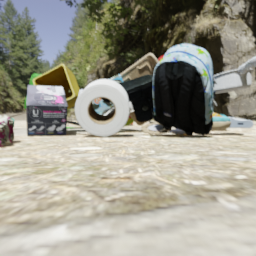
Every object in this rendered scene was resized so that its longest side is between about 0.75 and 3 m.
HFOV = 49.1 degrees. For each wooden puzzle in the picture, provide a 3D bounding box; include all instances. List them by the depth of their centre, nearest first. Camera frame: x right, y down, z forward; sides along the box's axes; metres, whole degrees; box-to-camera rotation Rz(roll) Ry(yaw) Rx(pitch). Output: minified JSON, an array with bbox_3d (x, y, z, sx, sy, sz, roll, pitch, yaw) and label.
[{"bbox_3d":[0.745,-1.635,12.381,2.717,2.517,0.629,-30,21,30],"label":"wooden puzzle"}]

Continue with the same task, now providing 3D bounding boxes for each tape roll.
[{"bbox_3d":[-0.807,-0.681,9.135,1.694,1.694,1.163,0,16,0],"label":"tape roll"}]

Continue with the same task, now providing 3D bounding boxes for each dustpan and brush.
[{"bbox_3d":[3.440,-1.635,8.947,1.985,0.814,2.844,-9,2,-15],"label":"dustpan and brush"}]

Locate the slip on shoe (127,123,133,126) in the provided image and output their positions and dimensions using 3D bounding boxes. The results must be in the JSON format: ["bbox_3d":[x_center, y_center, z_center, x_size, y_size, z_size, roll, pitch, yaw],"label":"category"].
[{"bbox_3d":[-0.030,-0.363,20.121,0.587,0.485,1.584,-1,0,25],"label":"slip on shoe"}]

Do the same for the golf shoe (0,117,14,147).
[{"bbox_3d":[-3.182,0.087,6.596,0.817,0.672,1.785,-4,2,-11],"label":"golf shoe"}]

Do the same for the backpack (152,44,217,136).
[{"bbox_3d":[1.682,-1.243,8.558,2.072,1.953,2.540,16,-28,31],"label":"backpack"}]

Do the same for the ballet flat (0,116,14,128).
[{"bbox_3d":[-6.235,-0.262,13.749,0.694,0.726,2.061,12,4,4],"label":"ballet flat"}]

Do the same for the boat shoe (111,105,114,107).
[{"bbox_3d":[-0.660,-1.215,13.313,1.282,0.433,0.461,13,36,4],"label":"boat shoe"}]

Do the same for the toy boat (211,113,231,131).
[{"bbox_3d":[3.840,-0.373,13.711,2.130,0.990,1.790,2,4,40],"label":"toy boat"}]

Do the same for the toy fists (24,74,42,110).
[{"bbox_3d":[-4.226,-1.514,13.266,1.051,2.061,0.709,31,18,36],"label":"toy fists"}]

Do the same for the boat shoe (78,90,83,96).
[{"bbox_3d":[-1.505,-0.792,10.233,0.514,1.206,0.446,3,10,20],"label":"boat shoe"}]

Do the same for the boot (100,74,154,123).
[{"bbox_3d":[0.191,-0.981,11.635,2.344,1.969,0.895,-18,38,2],"label":"boot"}]

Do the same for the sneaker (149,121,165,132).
[{"bbox_3d":[1.370,-0.016,12.514,0.646,0.452,1.118,3,8,-20],"label":"sneaker"}]

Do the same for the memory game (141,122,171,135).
[{"bbox_3d":[0.988,0.018,9.753,1.101,0.070,1.101,-3,21,1],"label":"memory game"}]

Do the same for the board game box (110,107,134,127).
[{"bbox_3d":[-0.327,-1.066,13.775,0.994,1.958,0.466,-24,-1,22],"label":"board game box"}]

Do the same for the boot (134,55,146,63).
[{"bbox_3d":[0.790,-2.788,12.307,0.788,0.287,0.837,-24,-30,19],"label":"boot"}]

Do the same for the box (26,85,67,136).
[{"bbox_3d":[-2.928,-0.681,10.062,1.359,1.180,2.056,-1,27,-18],"label":"box"}]

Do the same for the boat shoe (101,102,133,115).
[{"bbox_3d":[-0.256,-0.751,12.219,1.932,0.684,0.670,-27,19,6],"label":"boat shoe"}]

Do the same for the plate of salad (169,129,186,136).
[{"bbox_3d":[1.925,0.161,10.073,0.897,0.215,0.897,-5,11,1],"label":"plate of salad"}]

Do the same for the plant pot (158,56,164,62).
[{"bbox_3d":[1.661,-2.564,12.050,0.915,0.915,0.833,0,36,9],"label":"plant pot"}]

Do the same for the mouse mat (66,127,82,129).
[{"bbox_3d":[-3.952,0.001,15.910,2.220,0.104,2.759,1,3,30],"label":"mouse mat"}]

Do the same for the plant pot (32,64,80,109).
[{"bbox_3d":[-2.845,-1.521,12.178,1.585,1.574,1.621,-24,-14,12],"label":"plant pot"}]

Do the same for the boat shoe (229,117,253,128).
[{"bbox_3d":[6.520,-0.309,16.621,1.747,0.645,0.745,4,4,29],"label":"boat shoe"}]

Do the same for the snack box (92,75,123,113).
[{"bbox_3d":[-0.944,-1.400,11.923,1.807,1.050,0.335,-27,24,-4],"label":"snack box"}]

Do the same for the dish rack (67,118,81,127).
[{"bbox_3d":[-1.516,-0.201,11.234,2.109,0.575,1.618,14,-7,-36],"label":"dish rack"}]

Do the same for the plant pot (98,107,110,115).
[{"bbox_3d":[-1.087,-0.521,13.311,0.956,0.976,0.958,-7,2,-3],"label":"plant pot"}]
